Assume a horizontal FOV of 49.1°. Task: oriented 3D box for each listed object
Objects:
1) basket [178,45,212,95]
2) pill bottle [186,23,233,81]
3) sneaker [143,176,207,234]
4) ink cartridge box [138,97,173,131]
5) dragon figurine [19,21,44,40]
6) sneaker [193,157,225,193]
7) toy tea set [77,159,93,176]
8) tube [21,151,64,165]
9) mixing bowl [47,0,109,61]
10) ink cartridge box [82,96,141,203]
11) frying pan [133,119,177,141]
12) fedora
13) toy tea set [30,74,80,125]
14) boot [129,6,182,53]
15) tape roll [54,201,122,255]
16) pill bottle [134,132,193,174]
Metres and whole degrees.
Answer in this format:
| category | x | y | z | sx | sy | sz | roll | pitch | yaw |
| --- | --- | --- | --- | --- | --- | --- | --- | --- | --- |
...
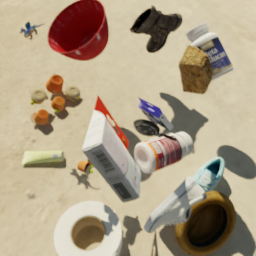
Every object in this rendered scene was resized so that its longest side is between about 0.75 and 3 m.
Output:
| category | x | y | z | sx | sy | sz | roll | pitch | yaw |
| --- | --- | --- | --- | --- | --- | --- | --- | --- | --- |
| basket | 2.074 | -1.711 | 8.260 | 0.869 | 1.218 | 0.907 | 11 | 56 | 28 |
| pill bottle | 2.895 | -2.726 | 10.166 | 1.092 | 1.092 | 1.966 | -28 | 91 | -22 |
| sneaker | 1.162 | 2.177 | 7.176 | 0.732 | 2.068 | 0.755 | 46 | 29 | 20 |
| ink cartridge box | 0.612 | -0.335 | 6.755 | 0.180 | 0.830 | 0.822 | -49 | 44 | -7 |
| dragon figurine | -3.264 | -3.337 | 9.390 | 0.325 | 1.104 | 0.549 | 6 | 59 | -50 |
| sneaker | 2.494 | 1.910 | 9.606 | 0.941 | 1.044 | 2.547 | 29 | 56 | 23 |
| toy tea set | -0.920 | 0.688 | 8.390 | 0.589 | 0.946 | 1.591 | 11 | 76 | 23 |
| tube | -3.272 | 1.111 | 10.764 | 1.554 | 0.403 | 0.451 | -4 | 11 | 1 |
| mixing bowl | -1.653 | -3.436 | 10.548 | 2.428 | 1.315 | 2.428 | -10 | 63 | 21 |
| ink cartridge box | -0.280 | 0.383 | 7.161 | 0.672 | 1.914 | 2.355 | -18 | 34 | 22 |
| frying pan | 0.632 | 0.143 | 7.366 | 0.728 | 1.203 | 0.196 | -16 | 45 | 48 |
| fedora | 2.283 | 2.856 | 8.704 | 2.093 | 2.093 | 0.853 | -15 | 11 | -13 |
| toy tea set | -3.508 | -1.236 | 12.598 | 1.611 | 1.003 | 2.710 | 44 | 54 | -3 |
| boot | 0.889 | -4.040 | 11.601 | 2.114 | 2.429 | 0.841 | -13 | 69 | -40 |
| tape roll | -1.188 | 3.341 | 8.594 | 2.054 | 0.719 | 2.054 | 0 | 49 | 0 |
| pill bottle | 1.129 | 0.716 | 8.660 | 1.744 | 0.955 | 0.955 | -15 | 50 | -32 |
